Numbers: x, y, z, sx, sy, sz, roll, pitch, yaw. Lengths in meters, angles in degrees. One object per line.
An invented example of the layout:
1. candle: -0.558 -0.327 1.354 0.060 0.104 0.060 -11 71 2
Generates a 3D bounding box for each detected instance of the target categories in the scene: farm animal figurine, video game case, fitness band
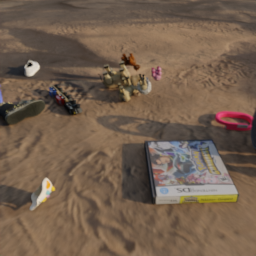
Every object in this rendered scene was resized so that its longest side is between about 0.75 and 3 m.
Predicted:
1. farm animal figurine: 0.188 -2.173 13.176 2.243 1.397 2.778 -34 46 -14
2. video game case: 1.803 1.246 8.740 2.400 0.339 2.655 -1 34 -1
3. fitness band: 4.244 -0.288 11.147 1.513 0.283 1.086 7 32 9

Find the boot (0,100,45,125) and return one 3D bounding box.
1. boot: -4.530 -0.834 11.612 1.362 0.651 1.804 22 39 33

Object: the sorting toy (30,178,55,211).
1. sorting toy: -2.374 1.870 7.524 0.407 0.762 0.686 38 30 -8

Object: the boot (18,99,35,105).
1. boot: -4.485 -0.986 12.190 0.633 0.328 0.970 -4 26 2

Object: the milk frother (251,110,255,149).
1. milk frother: 5.617 -0.433 8.958 2.467 2.623 2.367 4 4 6

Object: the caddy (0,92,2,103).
1. caddy: -6.507 -1.413 12.081 1.465 1.088 2.073 18 38 27

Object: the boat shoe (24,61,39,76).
1. boat shoe: -5.405 -3.411 15.560 0.588 0.560 1.634 3 34 5

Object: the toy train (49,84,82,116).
1. toy train: -2.885 -1.272 12.476 0.631 0.470 2.755 -30 44 -20
